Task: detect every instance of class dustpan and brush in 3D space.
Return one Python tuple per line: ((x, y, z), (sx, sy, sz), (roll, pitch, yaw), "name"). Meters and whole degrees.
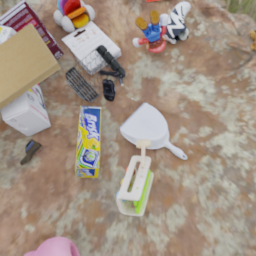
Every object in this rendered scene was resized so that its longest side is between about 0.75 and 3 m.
((0.972, 0.280, 8.851), (2.142, 0.613, 1.495), (32, 59, 21), "dustpan and brush")

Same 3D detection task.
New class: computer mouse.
((-0.474, -1.368, 9.054), (0.808, 1.151, 0.265), (8, 40, 24), "computer mouse")

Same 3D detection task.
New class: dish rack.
((-1.117, -1.812, 9.524), (1.888, 0.515, 1.448), (-43, 95, -13), "dish rack")

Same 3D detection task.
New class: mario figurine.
((0.751, -3.365, 9.711), (1.198, 1.941, 1.029), (14, 82, 15), "mario figurine")

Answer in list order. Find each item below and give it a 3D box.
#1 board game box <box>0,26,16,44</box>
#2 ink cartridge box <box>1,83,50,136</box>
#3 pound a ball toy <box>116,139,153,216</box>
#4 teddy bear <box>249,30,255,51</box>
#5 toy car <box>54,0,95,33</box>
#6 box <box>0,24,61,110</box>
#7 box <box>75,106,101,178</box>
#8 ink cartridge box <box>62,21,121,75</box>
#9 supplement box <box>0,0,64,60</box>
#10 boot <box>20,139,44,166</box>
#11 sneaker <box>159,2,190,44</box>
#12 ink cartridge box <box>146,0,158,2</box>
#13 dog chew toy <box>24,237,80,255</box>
((-4.988, -2.478, 9.682), (1.571, 0.400, 2.337), (18, 81, 18), "board game box")
((-3.328, -0.974, 8.779), (0.875, 1.508, 2.044), (-24, 68, 2), "ink cartridge box")
((0.161, 1.276, 7.601), (0.762, 1.169, 1.793), (1, 39, 18), "pound a ball toy")
((5.169, -3.508, 10.558), (1.482, 0.495, 1.075), (-39, 69, -16), "teddy bear")
((-2.120, -4.428, 10.518), (1.315, 1.127, 1.503), (-37, 56, -13), "toy car")
((-3.437, -1.611, 7.926), (2.683, 0.285, 2.193), (-35, 58, -2), "box")
((-1.176, 0.382, 8.424), (0.677, 0.738, 2.105), (3, 58, -8), "box")
((-1.359, -2.955, 10.342), (1.423, 0.443, 1.768), (-38, 70, -15), "ink cartridge box")
((-3.557, -3.273, 10.133), (1.365, 0.764, 2.509), (-36, 69, 2), "supplement box")
((-3.061, 0.733, 8.551), (0.898, 0.435, 0.336), (-42, 32, -1), "boot")
((2.003, -3.882, 10.598), (1.187, 0.728, 1.825), (42, 72, 16), "sneaker")
((1.242, -5.931, 11.663), (1.101, 0.325, 1.375), (-5, 66, 7), "ink cartridge box")
((-2.214, 3.591, 6.973), (2.005, 1.249, 1.249), (-25, 68, -1), "dog chew toy")
